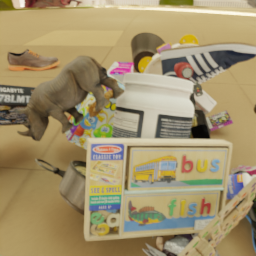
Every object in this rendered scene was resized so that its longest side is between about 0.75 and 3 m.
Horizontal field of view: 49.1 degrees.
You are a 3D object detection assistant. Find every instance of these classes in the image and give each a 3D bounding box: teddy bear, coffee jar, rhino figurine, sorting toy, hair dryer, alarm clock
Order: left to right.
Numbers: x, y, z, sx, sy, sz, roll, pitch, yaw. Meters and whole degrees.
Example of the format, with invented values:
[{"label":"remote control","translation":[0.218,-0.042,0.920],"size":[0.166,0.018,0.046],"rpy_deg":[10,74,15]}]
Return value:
[{"label":"rhino figurine","translation":[-1.447,-0.524,5.958],"size":[2.620,1.146,0.783],"rpy_deg":[-30,9,20]},{"label":"alarm clock","translation":[-0.896,1.361,6.341],"size":[2.669,0.889,1.800],"rpy_deg":[30,0,-7]},{"label":"teddy bear","translation":[-0.719,-0.716,7.427],"size":[1.036,0.346,0.751],"rpy_deg":[-42,21,-17]},{"label":"coffee jar","translation":[1.349,-0.011,9.391],"size":[2.659,1.135,1.387],"rpy_deg":[2,31,3]},{"label":"sorting toy","translation":[1.465,-2.340,9.841],"size":[2.866,1.531,2.580],"rpy_deg":[-26,22,13]},{"label":"hair dryer","translation":[1.435,-1.096,7.079],"size":[0.412,1.155,1.517],"rpy_deg":[-10,60,-3]}]

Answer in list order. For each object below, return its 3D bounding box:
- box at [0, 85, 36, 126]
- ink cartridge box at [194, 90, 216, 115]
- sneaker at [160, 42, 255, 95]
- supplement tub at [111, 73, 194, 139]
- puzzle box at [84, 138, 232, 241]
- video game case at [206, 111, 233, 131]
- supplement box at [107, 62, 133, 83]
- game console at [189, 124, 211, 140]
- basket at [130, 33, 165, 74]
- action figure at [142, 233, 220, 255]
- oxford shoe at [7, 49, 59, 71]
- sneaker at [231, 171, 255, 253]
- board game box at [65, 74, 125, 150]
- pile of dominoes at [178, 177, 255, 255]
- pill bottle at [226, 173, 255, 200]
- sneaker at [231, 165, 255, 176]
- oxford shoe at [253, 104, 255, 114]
[{"label":"box","translation":[-3.101,-0.541,7.678],"size":[2.283,0.572,2.300],"rpy_deg":[-19,-8,39]},{"label":"ink cartridge box","translation":[2.488,-0.824,10.265],"size":[0.911,1.248,0.526],"rpy_deg":[42,70,3]},{"label":"sneaker","translation":[2.097,-1.487,7.631],"size":[2.656,1.441,0.931],"rpy_deg":[5,6,35]},{"label":"supplement tub","translation":[0.520,0.139,6.468],"size":[1.791,2.552,1.791],"rpy_deg":[8,6,-1]},{"label":"puzzle box","translation":[0.606,1.151,5.453],"size":[2.860,1.903,0.364],"rpy_deg":[1,9,-14]},{"label":"video game case","translation":[3.273,-0.261,10.139],"size":[0.827,0.148,0.749],"rpy_deg":[-21,31,14]},{"label":"supplement box","translation":[-0.388,-2.436,13.654],"size":[1.019,1.041,2.014],"rpy_deg":[4,29,9]},{"label":"game console","translation":[1.863,0.406,8.655],"size":[1.334,0.787,0.161],"rpy_deg":[-17,-3,24]},{"label":"basket","translation":[1.124,-4.141,15.959],"size":[2.297,1.732,2.547],"rpy_deg":[20,35,-7]},{"label":"action figure","translation":[1.239,2.205,5.978],"size":[1.493,0.796,2.294],"rpy_deg":[28,42,16]},{"label":"oxford shoe","translation":[-5.488,-3.971,16.219],"size":[2.922,1.065,1.042],"rpy_deg":[-6,31,-10]},{"label":"sneaker","translation":[3.047,1.812,6.378],"size":[0.884,1.033,2.492],"rpy_deg":[2,30,1]},{"label":"board game box","translation":[-0.889,-0.498,8.665],"size":[1.149,2.231,1.170],"rpy_deg":[30,9,-30]},{"label":"pile of dominoes","translation":[1.613,1.834,4.745],"size":[1.902,1.482,0.303],"rpy_deg":[-41,53,-9]},{"label":"pill bottle","translation":[2.479,1.306,6.299],"size":[0.952,0.534,0.534],"rpy_deg":[-14,23,27]},{"label":"sneaker","translation":[3.362,1.225,8.044],"size":[0.910,0.370,0.401],"rpy_deg":[-7,33,-13]},{"label":"oxford shoe","translation":[3.715,0.135,7.209],"size":[0.622,0.722,1.712],"rpy_deg":[-14,67,-40]}]
